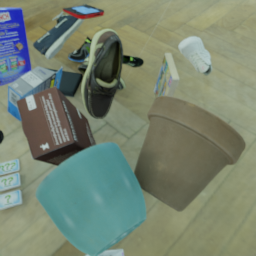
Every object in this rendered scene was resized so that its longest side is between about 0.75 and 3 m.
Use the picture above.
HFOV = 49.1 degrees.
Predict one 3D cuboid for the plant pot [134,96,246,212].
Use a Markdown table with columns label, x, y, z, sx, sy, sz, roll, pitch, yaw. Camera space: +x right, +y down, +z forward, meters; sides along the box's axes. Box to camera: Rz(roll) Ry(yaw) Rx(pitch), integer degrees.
| label | x | y | z | sx | sy | sz | roll | pitch | yaw |
| --- | --- | --- | --- | --- | --- | --- | --- | --- | --- |
| plant pot | 1.207 | 0.752 | 6.937 | 2.504 | 2.504 | 2.184 | 30 | 82 | 22 |

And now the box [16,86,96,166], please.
| label | x | y | z | sx | sy | sz | roll | pitch | yaw |
| --- | --- | --- | --- | --- | --- | --- | --- | --- | --- |
| box | -1.599 | 0.168 | 7.110 | 1.036 | 2.765 | 1.385 | -22 | 76 | 3 |

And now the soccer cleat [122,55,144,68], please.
| label | x | y | z | sx | sy | sz | roll | pitch | yaw |
| --- | --- | --- | --- | --- | --- | --- | --- | --- | --- |
| soccer cleat | 0.109 | -2.411 | 10.074 | 1.137 | 0.461 | 0.384 | 2 | 92 | -28 |

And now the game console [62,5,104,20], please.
| label | x | y | z | sx | sy | sz | roll | pitch | yaw |
| --- | --- | --- | --- | --- | --- | --- | --- | --- | --- |
| game console | -1.372 | -3.655 | 8.763 | 0.925 | 0.162 | 1.046 | 35 | 45 | 28 |

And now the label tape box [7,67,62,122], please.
| label | x | y | z | sx | sy | sz | roll | pitch | yaw |
| --- | --- | --- | --- | --- | --- | --- | --- | --- | --- |
| label tape box | -2.954 | -1.222 | 8.943 | 0.602 | 1.305 | 1.821 | 36 | 51 | 3 |

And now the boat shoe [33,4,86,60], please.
| label | x | y | z | sx | sy | sz | roll | pitch | yaw |
| --- | --- | --- | --- | --- | --- | --- | --- | --- | --- |
| boat shoe | -2.278 | -3.528 | 9.833 | 0.783 | 0.948 | 2.533 | 40 | 80 | -11 |

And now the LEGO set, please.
| label | x | y | z | sx | sy | sz | roll | pitch | yaw |
| --- | --- | --- | --- | --- | --- | --- | --- | --- | --- |
| LEGO set | -4.900 | 1.945 | 9.209 | 2.534 | 0.622 | 1.893 | -14 | 49 | -11 |

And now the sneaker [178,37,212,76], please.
| label | x | y | z | sx | sy | sz | roll | pitch | yaw |
| --- | --- | --- | --- | --- | --- | --- | --- | --- | --- |
| sneaker | 2.228 | -2.197 | 8.800 | 0.684 | 1.757 | 0.873 | -32 | 58 | 31 |

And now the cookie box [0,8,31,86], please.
| label | x | y | z | sx | sy | sz | roll | pitch | yaw |
| --- | --- | --- | --- | --- | --- | --- | --- | --- | --- |
| cookie box | -4.446 | -2.752 | 9.517 | 0.896 | 2.385 | 2.040 | 15 | 30 | 26 |

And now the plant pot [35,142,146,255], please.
| label | x | y | z | sx | sy | sz | roll | pitch | yaw |
| --- | --- | --- | --- | --- | --- | --- | --- | --- | --- |
| plant pot | -0.573 | 1.519 | 5.615 | 1.974 | 1.974 | 1.584 | -29 | 69 | -21 |

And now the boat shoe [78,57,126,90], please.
| label | x | y | z | sx | sy | sz | roll | pitch | yaw |
| --- | --- | --- | --- | --- | --- | --- | --- | --- | --- |
| boat shoe | -1.210 | -2.247 | 12.399 | 2.526 | 0.903 | 0.830 | 36 | 69 | 26 |

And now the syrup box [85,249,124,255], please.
| label | x | y | z | sx | sy | sz | roll | pitch | yaw |
| --- | --- | --- | --- | --- | --- | --- | --- | --- | --- |
| syrup box | -0.787 | 3.221 | 5.825 | 0.893 | 2.269 | 0.924 | -12 | 73 | 14 |

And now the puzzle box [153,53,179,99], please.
| label | x | y | z | sx | sy | sz | roll | pitch | yaw |
| --- | --- | --- | --- | --- | --- | --- | --- | --- | --- |
| puzzle box | 1.172 | -1.337 | 8.905 | 0.218 | 1.716 | 1.141 | -2 | 55 | -11 |

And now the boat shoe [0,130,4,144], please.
| label | x | y | z | sx | sy | sz | roll | pitch | yaw |
| --- | --- | --- | --- | --- | --- | --- | --- | --- | --- |
| boat shoe | -4.006 | 0.332 | 7.161 | 0.948 | 2.863 | 1.001 | -10 | 88 | -3 |

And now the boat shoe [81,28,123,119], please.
| label | x | y | z | sx | sy | sz | roll | pitch | yaw |
| --- | --- | --- | --- | --- | --- | --- | --- | --- | --- |
| boat shoe | -0.741 | -1.374 | 8.028 | 1.014 | 2.770 | 0.898 | -4 | 34 | -20 |

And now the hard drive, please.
| label | x | y | z | sx | sy | sz | roll | pitch | yaw |
| --- | --- | --- | --- | --- | --- | --- | --- | --- | --- |
| hard drive | -3.136 | -2.054 | 12.536 | 1.902 | 0.313 | 1.327 | 10 | 52 | 8 |

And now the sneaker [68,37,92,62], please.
| label | x | y | z | sx | sy | sz | roll | pitch | yaw |
| --- | --- | --- | --- | --- | --- | --- | --- | --- | --- |
| sneaker | -2.071 | -3.922 | 13.642 | 0.776 | 0.906 | 2.188 | 36 | 60 | 27 |
